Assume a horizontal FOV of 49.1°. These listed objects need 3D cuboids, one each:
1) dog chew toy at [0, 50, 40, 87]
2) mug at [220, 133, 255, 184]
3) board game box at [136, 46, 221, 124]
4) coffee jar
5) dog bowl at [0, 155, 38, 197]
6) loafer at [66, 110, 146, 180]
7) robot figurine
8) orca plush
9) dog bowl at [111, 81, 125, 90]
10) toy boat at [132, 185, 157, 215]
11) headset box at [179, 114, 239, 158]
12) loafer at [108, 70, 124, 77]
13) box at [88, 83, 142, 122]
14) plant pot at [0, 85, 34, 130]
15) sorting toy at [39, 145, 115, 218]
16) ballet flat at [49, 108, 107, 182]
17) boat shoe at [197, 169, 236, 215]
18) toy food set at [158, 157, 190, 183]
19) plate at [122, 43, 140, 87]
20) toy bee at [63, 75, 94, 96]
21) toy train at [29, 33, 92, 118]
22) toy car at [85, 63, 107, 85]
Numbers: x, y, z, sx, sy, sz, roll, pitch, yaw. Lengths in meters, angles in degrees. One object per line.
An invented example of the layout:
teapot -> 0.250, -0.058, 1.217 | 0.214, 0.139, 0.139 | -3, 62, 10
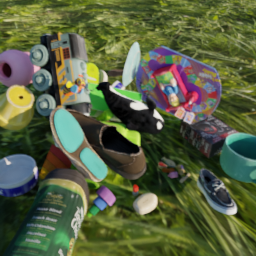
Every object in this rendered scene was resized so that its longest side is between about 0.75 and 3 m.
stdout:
dog chew toy -> -3.901, -2.244, 10.540 | 1.362, 1.362, 2.188 | 11, 19, 15
mug -> 3.513, 1.053, 8.458 | 1.398, 1.052, 1.702 | 12, 34, 11
board game box -> 1.473, -1.210, 9.084 | 2.919, 2.306, 0.568 | 27, 46, 10
coffee jar -> -1.756, 2.297, 6.450 | 1.186, 1.450, 2.780 | 4, 37, 8
dog bowl -> -3.417, 1.424, 8.471 | 1.309, 0.516, 1.309 | 0, 36, 0
loafer -> -0.742, 0.204, 7.630 | 2.973, 1.061, 1.085 | 27, 48, 13
robot figurine -> -0.867, 0.495, 8.996 | 2.416, 1.398, 2.120 | 7, 63, 7
orca plush -> 0.121, -0.417, 8.686 | 1.388, 2.638, 0.938 | -23, 40, 28
dog bowl -> -0.588, -1.507, 12.059 | 0.386, 0.981, 0.981 | 37, 44, 4
toy boat -> 0.392, 2.002, 7.844 | 0.724, 0.400, 0.861 | -24, 50, -23
headset box -> 2.896, 0.246, 9.972 | 1.315, 0.663, 1.769 | -20, 40, -25
loafer -> -0.579, -2.868, 14.622 | 0.983, 0.359, 0.349 | 0, 27, -12
box -> -0.652, -0.861, 10.206 | 1.906, 0.922, 1.682 | 10, -9, -13
plant pot -> -3.556, -0.712, 8.913 | 1.245, 1.171, 1.245 | 17, 57, -28
sorting toy -> -1.670, 1.589, 8.142 | 2.977, 1.032, 1.025 | 30, 68, 37
ballet flat -> -1.388, 0.509, 7.024 | 0.757, 2.251, 0.766 | -5, 32, 44
boat shoe -> 2.409, 1.682, 7.692 | 0.584, 0.552, 1.628 | -5, 24, -10
toy food set -> 1.392, 1.303, 8.934 | 1.092, 0.172, 0.694 | 28, 44, 33
plate -> 0.154, -2.063, 9.263 | 0.188, 1.472, 1.472 | 18, 39, 9
toy bee -> -1.393, -1.198, 7.825 | 0.955, 0.519, 0.625 | -4, -5, 7
toy train -> -2.048, -1.559, 8.824 | 1.677, 2.942, 1.254 | -8, 0, 19
toy car -> -1.896, -1.836, 12.017 | 1.629, 1.861, 1.396 | 9, 0, -44
